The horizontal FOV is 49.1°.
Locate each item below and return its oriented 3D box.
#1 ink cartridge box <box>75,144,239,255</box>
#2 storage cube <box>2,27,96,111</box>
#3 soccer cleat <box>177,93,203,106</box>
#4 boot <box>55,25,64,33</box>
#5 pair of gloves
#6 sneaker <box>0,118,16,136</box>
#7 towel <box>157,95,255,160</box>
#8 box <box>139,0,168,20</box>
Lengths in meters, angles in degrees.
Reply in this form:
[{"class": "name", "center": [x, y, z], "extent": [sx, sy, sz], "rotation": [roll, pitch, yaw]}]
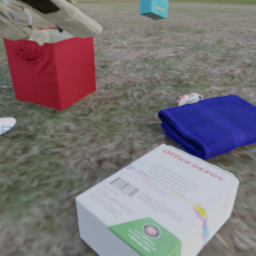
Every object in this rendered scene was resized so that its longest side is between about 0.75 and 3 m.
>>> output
[{"class": "ink cartridge box", "center": [0.533, 1.337, 4.686], "extent": [1.641, 0.988, 2.259], "rotation": [25, 39, 37]}, {"class": "storage cube", "center": [-2.604, -2.140, 9.733], "extent": [2.115, 2.224, 2.474], "rotation": [14, 33, 24]}, {"class": "soccer cleat", "center": [2.064, -0.888, 9.331], "extent": [0.541, 0.436, 1.269], "rotation": [15, 27, 32]}, {"class": "boot", "center": [-2.138, -3.535, 7.835], "extent": [0.928, 1.791, 2.742], "rotation": [-21, 27, -6]}, {"class": "pair of gloves", "center": [-1.499, -1.614, 3.923], "extent": [1.845, 0.323, 1.569], "rotation": [7, -11, 28]}, {"class": "sneaker", "center": [-3.914, -0.050, 7.636], "extent": [1.637, 0.593, 0.588], "rotation": [-16, 32, -29]}, {"class": "towel", "center": [2.458, -0.062, 7.667], "extent": [2.803, 0.695, 2.070], "rotation": [-14, 39, -24]}, {"class": "box", "center": [0.960, -5.042, 9.688], "extent": [0.568, 2.310, 0.951], "rotation": [10, 10, 41]}]
